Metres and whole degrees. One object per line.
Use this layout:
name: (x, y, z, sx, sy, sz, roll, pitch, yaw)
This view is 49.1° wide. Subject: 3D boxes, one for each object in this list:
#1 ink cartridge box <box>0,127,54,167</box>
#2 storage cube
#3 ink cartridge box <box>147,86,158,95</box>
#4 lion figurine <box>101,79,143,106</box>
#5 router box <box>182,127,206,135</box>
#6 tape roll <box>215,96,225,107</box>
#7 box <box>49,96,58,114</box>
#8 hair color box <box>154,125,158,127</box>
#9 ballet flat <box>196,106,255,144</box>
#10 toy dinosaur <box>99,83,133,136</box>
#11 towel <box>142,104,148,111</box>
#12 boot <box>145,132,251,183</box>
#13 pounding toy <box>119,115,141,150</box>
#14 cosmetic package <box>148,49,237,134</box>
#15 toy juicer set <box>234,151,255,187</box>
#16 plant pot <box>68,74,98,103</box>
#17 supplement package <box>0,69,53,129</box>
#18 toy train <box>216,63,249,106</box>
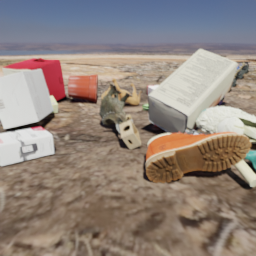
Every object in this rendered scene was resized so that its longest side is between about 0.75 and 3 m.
ink cartridge box: (-2.938, 0.472, 7.766, 1.436, 0.599, 1.043, -13, 21, -31)
storage cube: (-4.354, -2.101, 13.200, 1.828, 2.139, 1.923, 10, 27, 24)
ink cartridge box: (1.612, -1.889, 14.899, 0.901, 0.522, 1.547, -3, 17, -10)
lion figurine: (-0.159, -1.432, 12.866, 2.302, 0.834, 1.410, 5, 50, -24)
router box: (1.764, 0.380, 7.428, 0.806, 0.211, 0.634, 24, 57, 31)
tape roll: (3.670, -1.499, 12.540, 1.241, 1.241, 0.407, 10, 44, 27)
box: (-3.525, -0.946, 11.898, 0.887, 0.429, 0.780, -11, 39, -28)
hair color box: (1.238, -0.640, 10.512, 0.469, 0.814, 1.467, 7, 21, 0)
ballet flat: (3.344, 0.016, 8.036, 2.705, 0.971, 0.971, 10, 17, -10)
toy dinosaur: (-0.623, -0.734, 9.891, 1.065, 1.415, 2.767, 28, 0, -24)
towel: (1.933, -0.860, 12.326, 2.174, 0.334, 1.622, 11, 19, 36)
boot: (1.547, 0.424, 6.615, 2.388, 0.896, 1.280, -13, 27, 7)
pounding toy: (-0.039, 0.014, 8.257, 0.435, 0.835, 0.950, -24, 41, 11)
cosmetic package: (2.080, -1.141, 9.063, 1.489, 1.257, 2.881, 33, 60, 28)
toy juicer set: (3.472, 0.999, 6.365, 2.667, 0.726, 1.697, -1, 37, 10)
plant pot: (-2.168, -1.951, 13.497, 1.353, 1.391, 1.391, 3, 18, -4)
supplement package: (-3.773, -1.099, 10.076, 1.319, 1.715, 1.793, -12, 14, 5)
toy train: (4.188, -1.820, 11.664, 2.320, 0.396, 0.531, -47, 35, -3)
